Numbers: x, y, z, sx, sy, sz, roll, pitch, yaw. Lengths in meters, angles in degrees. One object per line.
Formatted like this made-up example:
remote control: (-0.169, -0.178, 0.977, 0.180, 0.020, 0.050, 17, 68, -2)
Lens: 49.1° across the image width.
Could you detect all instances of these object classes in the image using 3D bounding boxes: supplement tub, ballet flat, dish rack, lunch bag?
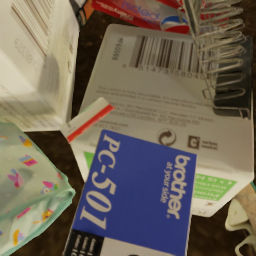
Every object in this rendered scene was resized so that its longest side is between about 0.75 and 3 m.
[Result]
supplement tub: (-1.504, -2.929, 6.386, 1.400, 1.400, 2.286, 25, 75, 14)
ballet flat: (2.428, 2.084, 5.500, 0.813, 0.823, 2.418, -15, 59, 0)
dish rack: (1.291, -1.352, 3.856, 0.604, 2.215, 1.699, -4, 49, 28)
lunch bag: (-1.853, 0.838, 3.629, 1.860, 1.134, 1.584, -31, 58, -34)

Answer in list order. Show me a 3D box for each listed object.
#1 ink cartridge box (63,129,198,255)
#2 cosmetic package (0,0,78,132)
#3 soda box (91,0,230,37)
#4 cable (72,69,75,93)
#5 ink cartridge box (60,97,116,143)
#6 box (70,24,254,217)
ink cartridge box: (-0.058, 1.269, 2.715, 1.116, 0.525, 2.374, 15, 63, -1)
cosmetic package: (-2.449, -1.326, 4.244, 2.744, 2.264, 2.262, -2, 67, 8)
soda box: (0.674, -2.575, 5.759, 2.697, 0.855, 0.944, 20, 69, -6)
cable: (-2.545, -1.135, 7.572, 1.871, 0.582, 2.293, 42, 78, 11)
ink cartridge box: (-0.511, -0.111, 3.404, 0.671, 0.834, 0.209, -39, 97, -7)
box: (0.706, -0.098, 5.789, 2.876, 2.476, 2.890, 10, 61, 6)
